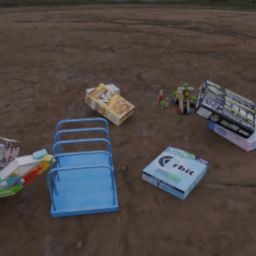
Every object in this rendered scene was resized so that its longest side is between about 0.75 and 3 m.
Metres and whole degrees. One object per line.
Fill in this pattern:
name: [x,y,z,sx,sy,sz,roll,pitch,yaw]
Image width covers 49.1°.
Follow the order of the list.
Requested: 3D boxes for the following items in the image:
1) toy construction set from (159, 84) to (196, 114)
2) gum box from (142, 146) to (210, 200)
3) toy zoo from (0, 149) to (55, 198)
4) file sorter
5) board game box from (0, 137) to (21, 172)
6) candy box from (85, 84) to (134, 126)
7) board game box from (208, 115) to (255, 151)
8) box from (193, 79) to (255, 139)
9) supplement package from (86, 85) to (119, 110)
toy construction set: [2.197,-1.461,12.478,1.645,1.264,1.372,8,32,13]
gum box: [1.501,1.321,8.701,1.434,0.376,1.688,22,38,31]
toy zoo: [-2.801,1.212,7.178,0.212,2.075,1.361,57,16,14]
file sorter: [-1.303,1.004,8.097,1.763,1.558,2.540,-4,32,-6]
board game box: [-4.770,0.727,7.231,2.323,1.411,2.914,11,-4,18]
candy box: [-0.776,-0.994,11.731,1.815,0.502,1.048,37,50,13]
board game box: [4.512,0.016,10.814,1.940,0.421,1.931,-16,33,-25]
box: [3.501,-0.727,10.051,2.114,0.519,1.704,25,48,-1]
supplement package: [-1.143,-1.433,12.931,1.347,0.738,0.766,-16,35,-25]
